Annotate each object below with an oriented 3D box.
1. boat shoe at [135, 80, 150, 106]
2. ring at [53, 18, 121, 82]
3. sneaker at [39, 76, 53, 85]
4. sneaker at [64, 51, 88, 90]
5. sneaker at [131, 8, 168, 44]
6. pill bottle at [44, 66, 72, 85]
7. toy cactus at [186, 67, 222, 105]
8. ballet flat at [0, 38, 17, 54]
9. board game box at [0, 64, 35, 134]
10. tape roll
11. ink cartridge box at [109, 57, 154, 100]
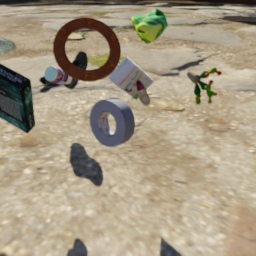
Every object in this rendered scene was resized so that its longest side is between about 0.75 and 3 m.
[{"bbox_3d":[0.394,-1.022,8.071,0.307,0.288,0.832,-25,69,5],"label":"boat shoe"},{"bbox_3d":[-0.937,-1.837,6.477,1.576,1.576,0.151,-7,-9,-12],"label":"ring"},{"bbox_3d":[-4.432,-2.708,15.408,0.763,0.500,1.320,20,26,37],"label":"sneaker"},{"bbox_3d":[-2.124,-2.321,11.302,0.623,1.652,0.655,25,8,10],"label":"sneaker"},{"bbox_3d":[0.699,-3.092,8.501,0.932,0.826,2.231,-29,28,6],"label":"sneaker"},{"bbox_3d":[-2.188,-1.640,8.893,0.486,0.486,0.872,17,5,25],"label":"pill bottle"},{"bbox_3d":[1.791,-1.096,6.722,0.545,1.065,0.879,-25,57,-23],"label":"toy cactus"},{"bbox_3d":[-4.609,-2.698,9.059,1.965,0.628,0.743,10,-18,-44],"label":"ballet flat"},{"bbox_3d":[-3.812,-1.158,7.362,2.908,1.967,0.409,29,55,5],"label":"board game box"},{"bbox_3d":[-0.337,-0.110,5.701,0.983,0.983,0.325,24,27,33],"label":"tape roll"},{"bbox_3d":[0.109,-1.472,8.490,1.148,0.831,0.482,29,18,-50],"label":"ink cartridge box"}]
